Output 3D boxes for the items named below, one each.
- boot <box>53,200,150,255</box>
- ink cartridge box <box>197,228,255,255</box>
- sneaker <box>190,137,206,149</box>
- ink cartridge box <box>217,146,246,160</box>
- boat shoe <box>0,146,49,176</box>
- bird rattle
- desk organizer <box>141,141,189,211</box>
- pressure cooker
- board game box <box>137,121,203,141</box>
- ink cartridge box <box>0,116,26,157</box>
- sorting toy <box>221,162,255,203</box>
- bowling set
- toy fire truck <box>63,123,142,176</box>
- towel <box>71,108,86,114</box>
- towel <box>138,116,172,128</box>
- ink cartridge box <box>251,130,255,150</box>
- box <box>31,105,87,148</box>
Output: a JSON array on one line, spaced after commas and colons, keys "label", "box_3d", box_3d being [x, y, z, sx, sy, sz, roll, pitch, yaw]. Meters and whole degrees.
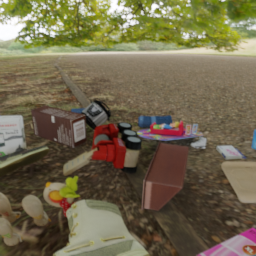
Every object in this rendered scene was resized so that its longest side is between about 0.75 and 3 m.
[{"label": "boot", "box_3d": [-1.118, 2.413, 5.716, 2.712, 0.977, 2.097, -2, 21, -23]}, {"label": "ink cartridge box", "box_3d": [2.548, 2.734, 5.705, 2.397, 0.444, 1.135, -9, 23, -28]}, {"label": "sneaker", "box_3d": [2.797, 0.572, 11.078, 0.767, 0.441, 0.288, 9, 8, -33]}, {"label": "ink cartridge box", "box_3d": [3.957, 0.928, 10.733, 0.843, 0.182, 0.827, -4, 23, -6]}, {"label": "boat shoe", "box_3d": [-3.670, 0.966, 9.548, 1.909, 0.682, 0.627, -25, 65, -29]}, {"label": "bird rattle", "box_3d": [-1.664, 1.743, 7.171, 0.971, 1.192, 0.671, 13, 41, -3]}, {"label": "desk organizer", "box_3d": [1.198, 1.402, 8.473, 1.016, 0.947, 2.640, 8, 22, 13]}, {"label": "pressure cooker", "box_3d": [-1.480, -0.670, 13.167, 1.247, 1.096, 1.114, -42, 31, -16]}, {"label": "board game box", "box_3d": [1.714, -0.017, 11.730, 2.717, 0.529, 2.147, -5, 12, -27]}, {"label": "ink cartridge box", "box_3d": [-4.440, 0.364, 10.351, 1.105, 1.514, 0.636, -4, 21, -10]}, {"label": "sorting toy", "box_3d": [3.984, 1.680, 8.649, 1.760, 0.347, 1.901, 1, 25, 2]}, {"label": "bowling set", "box_3d": [-3.048, 2.273, 6.350, 2.122, 1.139, 1.477, 8, 47, 11]}, {"label": "toy fire truck", "box_3d": [-0.972, 0.770, 9.763, 2.406, 1.548, 2.118, 5, 20, -16]}, {"label": "towel", "box_3d": [-2.157, -0.741, 14.819, 1.721, 0.418, 0.961, -1, 19, -6]}, {"label": "towel", "box_3d": [1.336, -0.308, 13.692, 1.678, 0.407, 0.937, 2, 22, 3]}, {"label": "ink cartridge box", "box_3d": [6.014, 0.621, 10.617, 1.432, 0.839, 1.982, -11, 22, -29]}, {"label": "box", "box_3d": [-2.984, -0.113, 12.007, 2.462, 1.233, 0.923, 14, 25, 33]}]
